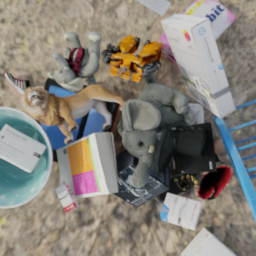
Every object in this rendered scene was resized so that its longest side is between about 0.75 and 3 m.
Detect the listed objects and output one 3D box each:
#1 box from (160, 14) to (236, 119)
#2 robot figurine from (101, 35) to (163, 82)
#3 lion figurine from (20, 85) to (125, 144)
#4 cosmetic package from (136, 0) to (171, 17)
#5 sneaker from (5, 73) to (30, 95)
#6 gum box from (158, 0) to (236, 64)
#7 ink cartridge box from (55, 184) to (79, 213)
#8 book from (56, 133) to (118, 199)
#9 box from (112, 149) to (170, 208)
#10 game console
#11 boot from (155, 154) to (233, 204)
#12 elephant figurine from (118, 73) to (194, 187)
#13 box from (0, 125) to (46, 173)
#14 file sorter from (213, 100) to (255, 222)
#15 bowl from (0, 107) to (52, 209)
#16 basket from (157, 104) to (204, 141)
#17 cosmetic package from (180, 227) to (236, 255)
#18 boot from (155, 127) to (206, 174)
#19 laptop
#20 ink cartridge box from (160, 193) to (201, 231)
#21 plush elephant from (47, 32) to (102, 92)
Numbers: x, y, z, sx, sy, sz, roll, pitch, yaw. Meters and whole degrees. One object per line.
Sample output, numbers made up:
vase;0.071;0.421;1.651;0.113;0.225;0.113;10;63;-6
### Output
box;1.949;-1.800;7.943;0.550;2.082;2.670;-30;118;0
robot figurine;0.224;-2.135;8.508;1.778;2.453;0.714;17;128;10
lion figurine;-1.370;-0.643;7.751;2.786;1.010;1.706;-18;59;-32
cosmetic package;0.517;-3.602;7.716;1.222;0.621;0.452;17;119;-37
sneaker;-3.809;-1.575;9.976;1.232;0.455;0.539;44;84;1
gum box;2.342;-3.359;9.972;1.433;0.835;2.525;43;85;4
ink cartridge box;-1.765;2.033;8.112;0.317;0.547;0.758;-29;79;-5
book;-1.318;1.225;8.299;0.599;2.493;1.666;-1;76;-41
box;0.232;1.491;8.662;1.524;0.961;1.550;36;126;-20
game console;-1.806;0.020;8.868;1.676;2.434;2.824;11;100;-33
boot;1.969;1.689;8.740;2.527;1.903;0.925;-38;100;2
elephant figurine;0.442;-0.054;7.675;2.539;1.970;1.797;-35;128;-23
box;-2.970;0.597;7.584;1.193;1.199;0.784;31;71;-14
file sorter;3.913;0.869;8.019;1.801;2.037;2.936;-21;48;14
bowl;-3.310;0.761;8.102;2.718;1.422;2.718;0;94;3
basket;1.250;0.035;9.308;2.223;1.371;1.507;0;83;1
cosmetic package;3.036;4.560;8.930;2.413;1.024;1.299;43;86;5
boot;1.328;0.577;7.058;1.128;0.510;1.377;7;58;17
laptop;1.730;0.659;7.844;0.768;1.488;1.318;1;75;-8
ink cartridge box;1.433;2.271;7.608;0.950;0.400;0.687;12;54;23
plush elephant;-1.650;-1.816;8.237;1.524;1.851;1.433;24;44;36
